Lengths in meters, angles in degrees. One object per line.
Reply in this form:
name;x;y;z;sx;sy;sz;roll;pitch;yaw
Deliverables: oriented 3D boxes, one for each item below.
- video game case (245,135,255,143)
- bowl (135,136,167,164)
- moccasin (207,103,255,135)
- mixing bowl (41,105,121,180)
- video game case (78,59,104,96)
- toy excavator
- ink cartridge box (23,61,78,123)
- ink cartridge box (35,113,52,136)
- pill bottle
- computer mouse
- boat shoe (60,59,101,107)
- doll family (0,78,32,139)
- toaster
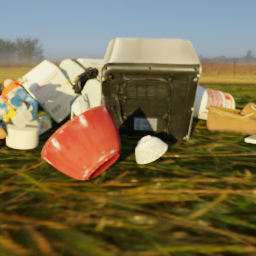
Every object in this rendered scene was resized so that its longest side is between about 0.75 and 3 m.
video game case;4.002;0.324;8.246;0.745;0.094;1.041;10;16;40
bowl;0.450;0.429;6.288;0.778;0.365;0.778;-27;17;9
moccasin;3.811;-0.368;8.761;1.004;1.060;2.746;-12;13;-41
mixing bowl;-0.684;0.392;4.994;0.806;1.489;1.489;50;30;13
video game case;-1.311;-1.880;12.907;0.285;2.487;2.264;-1;9;34
toy excavator;-3.418;-0.305;8.693;2.840;1.418;2.761;13;16;17
ink cartridge box;-2.657;-1.263;9.706;1.193;1.621;1.172;-43;42;-13
ink cartridge box;-2.751;-0.130;9.048;0.240;0.420;0.809;5;31;36
pill bottle;2.844;-0.924;10.569;2.125;1.164;1.164;10;7;-26
computer mouse;-1.222;-0.547;7.809;0.467;2.129;1.167;16;32;9
boat shoe;-1.256;-1.515;9.629;0.839;2.373;0.755;-46;-3;37
doll family;-3.503;-0.229;7.648;2.588;1.166;1.607;-43;39;-8
toaster;0.451;-0.959;7.636;2.734;2.472;1.622;1;43;3
